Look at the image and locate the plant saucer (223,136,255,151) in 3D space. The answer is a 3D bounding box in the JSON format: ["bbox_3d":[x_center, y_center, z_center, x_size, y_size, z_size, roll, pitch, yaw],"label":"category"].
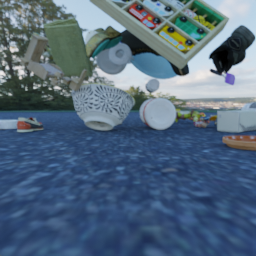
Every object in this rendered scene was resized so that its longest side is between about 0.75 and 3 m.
[{"bbox_3d":[2.381,0.287,5.353,1.093,0.176,1.093,0,5,0],"label":"plant saucer"}]

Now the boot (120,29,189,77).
[{"bbox_3d":[0.936,-2.912,10.769,1.994,2.883,1.117,-28,-12,23],"label":"boot"}]

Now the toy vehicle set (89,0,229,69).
[{"bbox_3d":[0.716,-2.825,6.695,2.885,1.793,0.383,40,-24,13],"label":"toy vehicle set"}]

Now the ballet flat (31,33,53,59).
[{"bbox_3d":[-3.769,-3.447,12.283,0.519,0.519,1.468,2,-33,25],"label":"ballet flat"}]

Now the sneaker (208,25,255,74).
[{"bbox_3d":[2.873,-2.080,8.180,1.195,0.797,2.085,-41,-8,7],"label":"sneaker"}]

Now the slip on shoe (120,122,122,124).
[{"bbox_3d":[-0.832,-0.331,12.128,1.142,0.346,0.434,0,4,-5],"label":"slip on shoe"}]

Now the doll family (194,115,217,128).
[{"bbox_3d":[3.089,-0.317,10.310,1.331,0.600,0.826,-1,5,-13],"label":"doll family"}]

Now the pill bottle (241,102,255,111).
[{"bbox_3d":[6.302,-0.751,13.320,0.988,0.988,1.706,-2,6,-21],"label":"pill bottle"}]

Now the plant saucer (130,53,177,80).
[{"bbox_3d":[1.096,-3.214,12.069,2.939,2.939,0.566,-2,-23,-20],"label":"plant saucer"}]

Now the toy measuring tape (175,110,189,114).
[{"bbox_3d":[2.432,-0.779,15.098,0.858,0.858,2.333,4,6,44],"label":"toy measuring tape"}]

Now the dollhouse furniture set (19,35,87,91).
[{"bbox_3d":[-2.084,-1.786,7.730,1.750,0.775,0.907,34,21,10],"label":"dollhouse furniture set"}]

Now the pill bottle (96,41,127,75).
[{"bbox_3d":[-0.539,-3.538,13.046,1.412,1.412,2.441,1,33,12],"label":"pill bottle"}]

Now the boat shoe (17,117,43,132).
[{"bbox_3d":[-3.103,-0.121,8.928,0.493,0.433,1.385,-1,3,8],"label":"boat shoe"}]

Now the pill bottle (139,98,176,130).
[{"bbox_3d":[0.968,-0.527,10.032,1.058,1.058,1.931,0,5,-5],"label":"pill bottle"}]

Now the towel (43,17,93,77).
[{"bbox_3d":[-2.295,-3.039,10.912,1.696,2.286,0.417,4,35,28],"label":"towel"}]

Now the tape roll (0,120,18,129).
[{"bbox_3d":[-4.297,-0.125,9.931,0.792,0.277,0.792,0,5,0],"label":"tape roll"}]

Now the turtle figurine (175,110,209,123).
[{"bbox_3d":[2.854,-0.514,12.751,1.530,0.611,1.898,2,5,22],"label":"turtle figurine"}]

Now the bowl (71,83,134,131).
[{"bbox_3d":[-0.850,-0.498,8.723,2.011,0.944,2.011,7,-19,2],"label":"bowl"}]

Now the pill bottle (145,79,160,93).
[{"bbox_3d":[1.001,-1.711,11.394,0.525,0.525,0.906,0,2,-4],"label":"pill bottle"}]

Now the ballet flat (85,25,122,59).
[{"bbox_3d":[-0.821,-2.514,7.992,0.754,0.754,2.134,2,26,20],"label":"ballet flat"}]

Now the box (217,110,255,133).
[{"bbox_3d":[3.678,-0.240,9.022,1.892,0.647,0.777,-4,6,-41],"label":"box"}]

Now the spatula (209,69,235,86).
[{"bbox_3d":[3.840,-2.138,11.412,1.615,0.456,0.166,12,0,-37],"label":"spatula"}]

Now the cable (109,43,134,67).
[{"bbox_3d":[-0.306,-2.774,10.685,0.882,0.882,0.305,-22,-7,4],"label":"cable"}]
